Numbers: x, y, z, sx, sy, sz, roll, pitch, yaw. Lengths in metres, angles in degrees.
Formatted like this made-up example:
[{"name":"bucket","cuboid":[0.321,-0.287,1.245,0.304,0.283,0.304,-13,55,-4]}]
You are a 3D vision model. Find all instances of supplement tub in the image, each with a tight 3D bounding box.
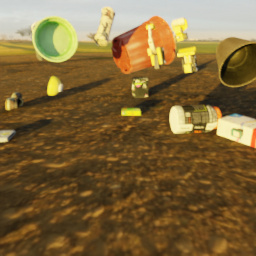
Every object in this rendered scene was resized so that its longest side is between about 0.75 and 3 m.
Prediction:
[{"name":"supplement tub","cuboid":[2.649,-0.355,11.096,1.808,1.108,1.108,-3,20,-9]}]

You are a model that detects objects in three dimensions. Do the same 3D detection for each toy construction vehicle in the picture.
[{"name":"toy construction vehicle","cuboid":[1.422,-2.633,9.344,1.567,1.799,0.634,0,21,28]}]

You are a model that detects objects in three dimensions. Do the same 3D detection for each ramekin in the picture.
[{"name":"ramekin","cuboid":[-2.372,-2.842,9.010,1.381,1.381,0.675,-8,19,-20]}]

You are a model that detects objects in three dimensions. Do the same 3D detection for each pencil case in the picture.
[{"name":"pencil case","cuboid":[-0.846,-3.586,9.983,0.507,1.303,0.583,17,-7,-23]}]

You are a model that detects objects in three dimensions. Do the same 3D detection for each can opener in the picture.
[{"name":"can opener","cuboid":[-3.461,-3.416,11.178,0.670,2.016,0.531,41,63,8]}]

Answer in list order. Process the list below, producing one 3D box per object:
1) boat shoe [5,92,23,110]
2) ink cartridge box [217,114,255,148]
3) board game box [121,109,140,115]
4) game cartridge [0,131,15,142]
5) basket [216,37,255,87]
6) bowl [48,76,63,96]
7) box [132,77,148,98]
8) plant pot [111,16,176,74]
[{"name":"boat shoe","cuboid":[-5.820,-1.347,14.637,0.649,0.733,2.001,8,23,-8]},{"name":"ink cartridge box","cuboid":[4.491,0.123,10.358,1.169,0.677,2.012,-15,25,-36]},{"name":"board game box","cuboid":[0.134,-0.772,13.593,0.891,0.212,0.453,0,20,0]},{"name":"game cartridge","cuboid":[-4.737,0.304,10.649,0.598,0.182,0.897,-4,19,-1]},{"name":"basket","cuboid":[3.593,-2.331,9.323,1.600,1.207,1.774,-39,20,22]},{"name":"bowl","cuboid":[-2.724,-1.557,10.626,0.405,0.752,0.752,14,20,-1]},{"name":"box","cuboid":[0.716,-2.448,16.923,0.845,1.138,0.707,-5,20,-13]},{"name":"plant pot","cuboid":[0.550,-3.500,12.280,2.140,2.201,2.201,-26,28,-21]}]
